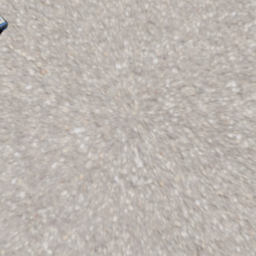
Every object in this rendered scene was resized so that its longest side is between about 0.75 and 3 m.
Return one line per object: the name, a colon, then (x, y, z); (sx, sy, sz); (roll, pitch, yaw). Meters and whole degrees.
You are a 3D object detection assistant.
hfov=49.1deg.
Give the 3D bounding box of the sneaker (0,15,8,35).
sneaker: (-3.091, -2.725, 6.118); (1.076, 1.924, 0.703); (33, 47, -3)
